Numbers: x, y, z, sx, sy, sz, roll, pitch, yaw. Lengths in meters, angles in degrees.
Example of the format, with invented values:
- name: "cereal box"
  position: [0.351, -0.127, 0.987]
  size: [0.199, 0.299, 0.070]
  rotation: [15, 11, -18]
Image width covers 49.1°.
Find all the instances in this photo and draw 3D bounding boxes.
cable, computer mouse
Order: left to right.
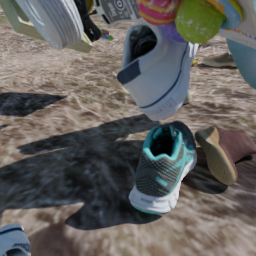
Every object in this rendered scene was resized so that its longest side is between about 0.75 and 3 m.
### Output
- name: "cable"
  position: [-1.319, -1.946, 4.298]
  size: [0.548, 1.583, 1.582]
  rotation: [-39, 16, -11]
- name: "computer mouse"
  position: [-0.307, -2.653, 6.046]
  size: [2.505, 1.374, 0.550]
  rotation: [7, 44, 43]

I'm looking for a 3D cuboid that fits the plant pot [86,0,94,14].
- name: "plant pot"
  position: [-1.691, -3.785, 7.902]
  size: [1.248, 1.248, 0.886]
  rotation: [-17, 38, -27]

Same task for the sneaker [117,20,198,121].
- name: "sneaker"
  position: [0.445, -1.206, 4.006]
  size: [0.907, 0.879, 2.484]
  rotation: [-27, 31, 29]

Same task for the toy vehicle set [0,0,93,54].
- name: "toy vehicle set"
  position: [-1.755, -2.280, 6.150]
  size: [1.837, 0.244, 1.142]
  rotation: [2, 46, -49]

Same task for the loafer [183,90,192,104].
- name: "loafer"
  position: [1.515, -1.189, 8.982]
  size: [0.496, 0.447, 1.310]
  rotation: [-25, 38, -36]

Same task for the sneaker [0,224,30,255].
- name: "sneaker"
  position: [-2.018, 1.790, 3.813]
  size: [1.292, 0.493, 0.520]
  rotation: [-19, 44, -27]

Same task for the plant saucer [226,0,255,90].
- name: "plant saucer"
  position: [2.571, -2.159, 5.314]
  size: [0.548, 2.845, 2.845]
  rotation: [-7, 18, 44]

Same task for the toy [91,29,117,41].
- name: "toy"
  position: [-0.715, -2.787, 8.274]
  size: [0.507, 0.208, 0.880]
  rotation: [-7, 35, -33]

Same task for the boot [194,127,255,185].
- name: "boot"
  position: [2.270, 0.512, 5.928]
  size: [1.305, 0.568, 1.569]
  rotation: [0, 38, -16]

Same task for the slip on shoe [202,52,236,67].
- name: "slip on shoe"
  position: [4.166, -2.951, 11.922]
  size: [1.904, 0.577, 0.724]
  rotation: [7, 31, 12]

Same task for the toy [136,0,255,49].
- name: "toy"
  position: [0.504, -1.311, 2.914]
  size: [1.461, 0.599, 2.538]
  rotation: [37, 10, 25]

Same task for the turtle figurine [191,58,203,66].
- name: "turtle figurine"
  position: [2.782, -2.843, 12.053]
  size: [0.676, 0.270, 0.839]
  rotation: [17, 42, 41]

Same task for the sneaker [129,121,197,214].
- name: "sneaker"
  position: [0.825, 0.382, 5.472]
  size: [1.039, 1.221, 2.677]
  rotation: [9, 31, 15]
